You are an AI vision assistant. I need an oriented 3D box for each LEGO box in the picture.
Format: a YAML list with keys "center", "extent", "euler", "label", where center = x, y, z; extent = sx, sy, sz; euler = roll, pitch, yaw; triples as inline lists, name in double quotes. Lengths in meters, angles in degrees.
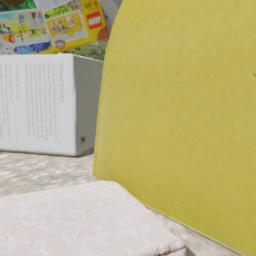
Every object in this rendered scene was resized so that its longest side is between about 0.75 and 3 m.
- center: [-2.182, -2.996, 7.054]
  extent: [2.860, 2.130, 1.104]
  euler: [-21, 32, -12]
  label: "LEGO box"

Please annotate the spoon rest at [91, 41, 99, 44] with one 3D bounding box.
- center: [-1.190, -3.602, 10.042]
  extent: [1.066, 0.651, 2.146]
  euler: [-11, -7, -13]
  label: "spoon rest"

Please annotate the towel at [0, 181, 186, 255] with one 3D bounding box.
- center: [-0.441, 0.801, 2.280]
  extent: [1.301, 0.220, 1.362]
  euler: [-5, 11, -23]
  label: "towel"

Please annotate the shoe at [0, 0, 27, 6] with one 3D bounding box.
- center: [-2.236, -2.591, 4.876]
  extent: [0.634, 0.484, 1.814]
  euler: [-20, 12, -4]
  label: "shoe"

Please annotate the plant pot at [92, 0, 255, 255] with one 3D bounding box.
- center: [1.432, -0.715, 3.240]
  extent: [2.811, 2.875, 2.792]
  euler: [-7, 12, -39]
  label: "plant pot"

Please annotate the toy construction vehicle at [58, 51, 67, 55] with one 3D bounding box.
- center: [-2.863, -2.809, 11.311]
  extent: [0.356, 0.879, 1.010]
  euler: [31, 22, -25]
  label: "toy construction vehicle"

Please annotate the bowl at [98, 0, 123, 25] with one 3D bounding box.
- center: [0.188, -2.317, 6.240]
  extent: [0.738, 1.975, 1.978]
  euler: [-36, 38, 4]
  label: "bowl"

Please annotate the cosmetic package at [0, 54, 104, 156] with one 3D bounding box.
- center: [-1.578, -0.499, 5.420]
  extent: [1.993, 1.668, 1.657]
  euler: [3, 9, 14]
  label: "cosmetic package"

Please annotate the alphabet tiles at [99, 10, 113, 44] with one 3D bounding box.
- center: [-0.102, -3.711, 9.865]
  extent: [0.217, 2.975, 2.910]
  euler: [10, 10, 36]
  label: "alphabet tiles"
